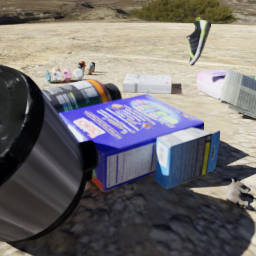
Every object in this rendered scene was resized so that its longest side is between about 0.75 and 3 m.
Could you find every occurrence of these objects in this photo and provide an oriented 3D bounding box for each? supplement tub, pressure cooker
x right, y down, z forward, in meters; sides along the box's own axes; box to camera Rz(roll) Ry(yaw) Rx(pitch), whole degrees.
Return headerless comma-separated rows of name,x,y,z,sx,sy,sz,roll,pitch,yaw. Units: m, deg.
supplement tub,-1.496,-0.608,8.295,2.727,1.458,1.458,-20,31,-37
pressure cooker,-1.930,0.601,4.508,2.272,2.584,2.308,22,66,27

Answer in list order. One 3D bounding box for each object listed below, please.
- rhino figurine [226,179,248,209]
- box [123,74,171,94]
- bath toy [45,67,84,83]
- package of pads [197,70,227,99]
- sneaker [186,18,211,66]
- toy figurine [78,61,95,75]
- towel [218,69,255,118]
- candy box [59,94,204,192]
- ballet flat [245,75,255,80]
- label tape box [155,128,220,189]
rhino figurine,2.188,1.285,5.619,0.390,0.267,0.892,10,25,20
box,0.878,-1.988,12.448,2.044,0.421,1.594,2,26,6
bath toy,-3.015,-2.530,13.407,1.783,0.775,0.659,-4,-10,-10
package of pads,3.944,-1.681,11.235,1.415,0.888,2.348,-11,27,-15
sneaker,2.446,-3.149,10.235,0.693,1.675,0.601,23,32,13
toy figurine,-2.197,-3.141,14.772,0.872,0.616,0.885,7,24,2
towel,4.075,-1.112,9.623,1.785,0.320,1.854,25,53,5
candy box,0.017,0.165,7.041,2.812,1.083,2.377,-14,30,-30
ballet flat,5.854,-1.822,11.978,2.066,0.767,0.767,5,25,15
label tape box,1.308,0.597,6.155,1.459,1.045,0.482,-15,29,-29
